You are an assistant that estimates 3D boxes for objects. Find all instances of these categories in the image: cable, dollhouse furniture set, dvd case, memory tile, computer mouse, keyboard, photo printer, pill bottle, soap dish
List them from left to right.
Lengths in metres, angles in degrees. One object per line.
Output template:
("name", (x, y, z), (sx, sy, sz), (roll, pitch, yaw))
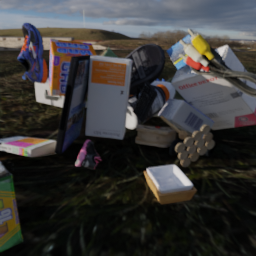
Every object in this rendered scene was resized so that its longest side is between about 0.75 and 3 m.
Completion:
("dvd case", (-1.540, -0.767, 8.244), (0.236, 2.694, 1.922), (15, 17, 2))
("dollhouse furniture set", (-0.925, -1.626, 10.737), (1.516, 2.315, 1.162), (36, 17, -33))
("computer mouse", (0.090, -1.832, 9.531), (2.835, 1.963, 0.747), (-22, -20, 28))
("keyboard", (0.436, -0.863, 8.729), (0.169, 1.314, 0.789), (-15, 57, -33))
("pill bottle", (0.644, -0.897, 10.503), (1.122, 1.122, 2.112), (19, 42, 42))
("photo printer", (1.081, -1.357, 12.319), (1.746, 0.729, 2.099), (6, 40, 23))
("soap dish", (0.911, 1.272, 6.330), (0.846, 0.437, 1.076), (-5, 20, -14))
("memory tile", (1.750, 0.476, 7.301), (1.106, 0.848, 0.093), (-35, 35, -8))
("cable", (2.258, -1.423, 7.151), (0.621, 1.199, 2.469), (-30, 64, -22))

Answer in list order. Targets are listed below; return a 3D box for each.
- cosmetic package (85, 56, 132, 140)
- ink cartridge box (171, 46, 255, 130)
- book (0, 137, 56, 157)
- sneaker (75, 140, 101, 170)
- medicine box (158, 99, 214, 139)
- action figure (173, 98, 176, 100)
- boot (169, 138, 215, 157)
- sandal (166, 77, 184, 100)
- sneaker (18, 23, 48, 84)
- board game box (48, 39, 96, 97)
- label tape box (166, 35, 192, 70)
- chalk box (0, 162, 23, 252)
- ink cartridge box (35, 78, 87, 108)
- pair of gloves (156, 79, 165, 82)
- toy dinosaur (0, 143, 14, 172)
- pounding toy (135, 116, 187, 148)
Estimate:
("cosmetic package", (-0.590, -0.924, 8.479), (1.191, 2.349, 0.837), (6, 15, 2))
("ink cartridge box", (2.951, -1.160, 9.033), (1.891, 2.581, 1.068), (-9, 46, 52))
("book", (-3.070, 0.524, 8.198), (1.590, 0.382, 1.062), (8, 9, 25))
("sneaker", (-1.047, 0.781, 7.817), (0.630, 0.522, 1.321), (21, 20, -6))
("medicine box", (1.841, -0.303, 9.111), (1.274, 0.720, 1.398), (33, 2, -14))
("action figure", (2.067, -1.558, 13.602), (2.346, 0.814, 1.527), (-27, 39, -21))
("boot", (1.889, 0.592, 8.158), (1.010, 0.459, 1.202), (10, 16, 36))
("sandal", (3.125, -1.762, 12.972), (2.887, 1.146, 0.824), (14, -7, 7))
("sneaker", (-4.212, -3.224, 12.035), (1.067, 2.721, 1.025), (-11, -5, -33))
("board game box", (-2.334, -2.464, 11.606), (1.726, 1.724, 1.724), (0, 37, -20))
("label tape box", (1.764, -2.205, 8.516), (0.868, 0.401, 1.212), (-33, 41, 16))
("chalk box", (-3.132, 1.433, 4.464), (2.309, 1.429, 1.436), (-16, 27, -35))
("ink cartridge box", (-2.909, -1.753, 13.656), (2.623, 1.087, 1.925), (14, 24, 28))
("pair of gloves", (1.335, -2.720, 17.555), (2.977, 0.339, 2.393), (-1, 20, -4))
("toy dinosaur", (-3.682, 0.941, 6.953), (1.295, 0.974, 1.908), (-21, 32, 10))
("pounding toy", (1.047, 0.038, 8.795), (1.723, 0.988, 0.985), (8, 12, 22))
